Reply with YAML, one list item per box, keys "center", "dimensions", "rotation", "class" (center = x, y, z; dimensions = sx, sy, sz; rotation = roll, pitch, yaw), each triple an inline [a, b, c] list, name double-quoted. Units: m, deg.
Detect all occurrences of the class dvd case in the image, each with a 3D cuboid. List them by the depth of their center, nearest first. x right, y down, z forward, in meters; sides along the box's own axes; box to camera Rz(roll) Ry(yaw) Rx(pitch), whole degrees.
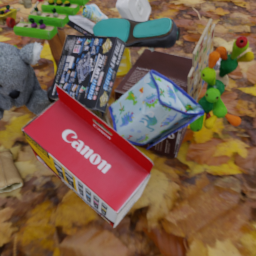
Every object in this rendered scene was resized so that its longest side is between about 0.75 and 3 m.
- center: [-1.367, -3.957, 11.656]
  dimensions: [2.381, 0.294, 1.789]
  rotation: [31, 25, 2]
  class: "dvd case"

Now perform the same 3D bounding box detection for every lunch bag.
- center: [0.715, -0.264, 6.648]
  dimensions: [1.809, 1.538, 1.153]
  rotation: [18, 49, -43]
  class: "lunch bag"

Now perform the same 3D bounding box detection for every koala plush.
- center: [-3.610, -1.620, 8.235]
  dimensions: [2.338, 2.636, 2.423]
  rotation: [-15, 84, -21]
  class: "koala plush"

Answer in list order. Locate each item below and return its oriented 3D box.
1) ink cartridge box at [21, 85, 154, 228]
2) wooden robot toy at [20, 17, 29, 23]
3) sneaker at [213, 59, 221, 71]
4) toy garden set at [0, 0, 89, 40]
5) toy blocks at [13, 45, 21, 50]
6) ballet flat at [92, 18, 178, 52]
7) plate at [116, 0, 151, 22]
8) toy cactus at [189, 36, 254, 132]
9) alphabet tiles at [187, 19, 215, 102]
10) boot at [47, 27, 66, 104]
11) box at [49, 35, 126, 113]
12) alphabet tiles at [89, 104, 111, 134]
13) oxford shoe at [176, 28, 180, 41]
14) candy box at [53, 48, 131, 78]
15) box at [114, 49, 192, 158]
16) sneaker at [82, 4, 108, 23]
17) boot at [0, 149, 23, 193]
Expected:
- center: [-0.949, 0.742, 6.346]
  dimensions: [2.756, 2.419, 1.155]
  rotation: [37, 65, 14]
  class: "ink cartridge box"
- center: [-3.860, -4.084, 10.824]
  dimensions: [0.919, 0.417, 0.405]
  rotation: [42, 53, 14]
  class: "wooden robot toy"
- center: [4.267, -3.165, 13.487]
  dimensions: [0.745, 0.679, 1.816]
  rotation: [-11, 46, -11]
  class: "sneaker"
- center: [-2.649, -3.597, 8.308]
  dimensions: [2.107, 0.504, 2.527]
  rotation: [12, 50, 15]
  class: "toy garden set"
- center: [-4.517, -2.821, 10.692]
  dimensions: [0.662, 0.484, 0.968]
  rotation: [-10, 6, 30]
  class: "toy blocks"
- center: [0.231, -2.932, 9.027]
  dimensions: [2.949, 1.077, 1.077]
  rotation: [9, 44, 29]
  class: "ballet flat"
- center: [0.302, -4.171, 9.732]
  dimensions: [0.276, 1.711, 1.707]
  rotation: [5, 64, 32]
  class: "plate"
- center: [2.492, -1.143, 7.472]
  dimensions: [1.369, 2.678, 2.209]
  rotation: [17, 26, 13]
  class: "toy cactus"
- center: [2.196, -1.860, 8.352]
  dimensions: [0.079, 2.081, 2.500]
  rotation: [15, 56, 23]
  class: "alphabet tiles"
- center: [-2.151, -2.195, 8.877]
  dimensions: [0.946, 2.600, 2.762]
  rotation: [-15, 89, 13]
  class: "boot"
- center: [-1.057, -1.392, 6.923]
  dimensions: [1.748, 0.437, 1.761]
  rotation: [15, 88, 34]
  class: "box"
- center: [-0.864, -0.635, 7.711]
  dimensions: [0.072, 1.895, 2.277]
  rotation: [-10, 59, -17]
  class: "alphabet tiles"
- center: [1.583, -3.412, 10.146]
  dimensions: [0.467, 0.467, 1.310]
  rotation: [11, 16, 25]
  class: "oxford shoe"
- center: [-1.374, -2.519, 10.570]
  dimensions: [2.976, 0.393, 1.521]
  rotation: [-7, 88, 12]
  class: "candy box"
- center: [1.120, -0.946, 10.002]
  dimensions: [2.331, 2.355, 2.838]
  rotation: [17, 48, 16]
  class: "box"
- center: [-1.344, -4.338, 11.061]
  dimensions: [1.292, 0.514, 0.843]
  rotation: [49, 41, 12]
  class: "sneaker"
- center: [-4.285, 1.441, 9.071]
  dimensions: [1.386, 0.523, 1.582]
  rotation: [-20, 50, -19]
  class: "boot"
